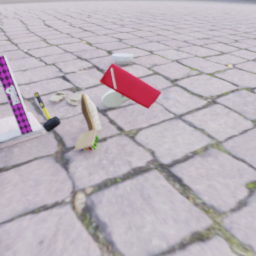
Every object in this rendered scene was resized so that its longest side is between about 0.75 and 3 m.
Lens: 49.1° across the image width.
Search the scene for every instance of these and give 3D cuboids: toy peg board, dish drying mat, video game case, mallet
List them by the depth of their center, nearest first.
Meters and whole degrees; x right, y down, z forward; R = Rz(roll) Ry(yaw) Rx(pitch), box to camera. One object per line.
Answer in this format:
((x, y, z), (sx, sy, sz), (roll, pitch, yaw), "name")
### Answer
((-2.739, -0.518, 8.984), (0.525, 0.328, 1.593), (-41, 62, -2), "mallet")
((-3.966, -1.123, 9.684), (0.453, 2.528, 2.292), (-21, 16, -18), "video game case")
((0.117, -1.438, 10.040), (2.228, 0.856, 0.203), (26, 23, -27), "dish drying mat")
((-1.456, 0.541, 10.201), (0.778, 0.382, 0.781), (-18, 38, 24), "toy peg board")

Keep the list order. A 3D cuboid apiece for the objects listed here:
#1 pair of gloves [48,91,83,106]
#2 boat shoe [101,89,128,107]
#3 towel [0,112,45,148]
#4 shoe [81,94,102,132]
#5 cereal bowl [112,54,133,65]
((-3.003, -1.441, 13.650), (1.476, 0.259, 1.255), (5, 28, 4), "pair of gloves")
((-0.630, -1.539, 13.457), (0.773, 0.757, 2.169), (14, 28, 38), "boat shoe")
((-4.575, 0.023, 11.219), (1.945, 0.314, 1.858), (-20, 37, -31), "towel")
((-1.493, -0.589, 11.134), (0.465, 0.609, 1.743), (-7, 68, -30), "shoe")
((-0.361, -4.448, 18.130), (1.363, 0.568, 1.363), (1, 23, 0), "cereal bowl")
